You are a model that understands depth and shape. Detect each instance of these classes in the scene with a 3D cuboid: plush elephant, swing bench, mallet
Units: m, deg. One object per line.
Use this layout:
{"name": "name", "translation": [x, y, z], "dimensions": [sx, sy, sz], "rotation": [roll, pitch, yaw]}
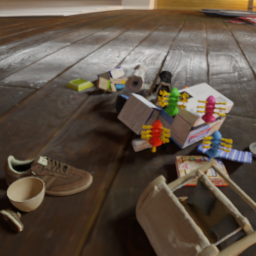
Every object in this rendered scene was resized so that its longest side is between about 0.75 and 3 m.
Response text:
{"name": "plush elephant", "translation": [0.704, -1.730, 13.172], "dimensions": [1.498, 1.160, 1.234], "rotation": [-33, 70, -29]}
{"name": "swing bench", "translation": [1.610, 2.161, 6.418], "dimensions": [2.285, 1.482, 2.273], "rotation": [-12, 33, -19]}
{"name": "mallet", "translation": [0.982, 0.350, 10.682], "dimensions": [0.623, 0.389, 1.890], "rotation": [-24, 34, -34]}

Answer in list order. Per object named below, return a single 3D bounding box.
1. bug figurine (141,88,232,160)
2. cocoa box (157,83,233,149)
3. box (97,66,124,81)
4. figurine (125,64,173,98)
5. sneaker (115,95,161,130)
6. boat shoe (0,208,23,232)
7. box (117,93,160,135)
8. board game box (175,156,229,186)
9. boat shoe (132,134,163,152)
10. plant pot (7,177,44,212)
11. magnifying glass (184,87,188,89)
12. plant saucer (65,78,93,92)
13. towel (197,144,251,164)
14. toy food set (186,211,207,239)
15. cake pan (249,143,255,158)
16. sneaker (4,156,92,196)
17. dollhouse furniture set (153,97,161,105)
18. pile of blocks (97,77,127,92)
{"name": "bug figurine", "translation": [1.883, -0.092, 8.855], "dimensions": [2.761, 2.141, 0.710], "rotation": [11, 11, 7]}
{"name": "cocoa box", "translation": [2.407, -0.497, 10.323], "dimensions": [2.230, 1.464, 1.487], "rotation": [-20, 51, -36]}
{"name": "box", "translation": [-0.971, -2.949, 15.678], "dimensions": [1.106, 0.580, 1.017], "rotation": [-8, 19, 43]}
{"name": "figurine", "translation": [1.034, -2.244, 12.693], "dimensions": [2.032, 0.875, 1.983], "rotation": [16, 35, 3]}
{"name": "sneaker", "translation": [0.550, -0.680, 11.974], "dimensions": [2.766, 1.042, 1.085], "rotation": [30, 30, 31]}
{"name": "boat shoe", "translation": [-2.952, 2.332, 7.254], "dimensions": [0.928, 0.343, 0.343], "rotation": [22, 31, 33]}
{"name": "box", "translation": [0.407, -0.499, 10.487], "dimensions": [1.215, 1.117, 0.637], "rotation": [40, 18, 31]}
{"name": "board game box", "translation": [2.307, 1.353, 8.908], "dimensions": [1.467, 0.340, 1.111], "rotation": [1, 30, 2]}
{"name": "boat shoe", "translation": [0.751, 0.531, 10.252], "dimensions": [1.276, 0.426, 0.469], "rotation": [-14, 17, -12]}
{"name": "plant pot", "translation": [-2.746, 1.906, 7.672], "dimensions": [0.950, 0.638, 0.950], "rotation": [1, 30, 0]}
{"name": "magnifying glass", "translation": [3.014, -1.696, 14.330], "dimensions": [0.699, 0.197, 1.757], "rotation": [3, 32, 6]}
{"name": "plant saucer", "translation": [-2.687, -2.427, 15.458], "dimensions": [1.130, 0.271, 1.132], "rotation": [23, 37, 34]}
{"name": "towel", "translation": [3.294, 0.825, 9.562], "dimensions": [1.724, 0.206, 1.248], "rotation": [13, 13, 23]}
{"name": "toy food set", "translation": [1.555, 2.489, 6.928], "dimensions": [0.896, 0.377, 1.248], "rotation": [26, 39, 37]}
{"name": "cake pan", "translation": [4.809, 0.850, 9.933], "dimensions": [0.984, 0.180, 0.984], "rotation": [0, 30, 0]}
{"name": "sneaker", "translation": [-2.394, 1.349, 8.281], "dimensions": [2.602, 0.983, 0.917], "rotation": [0, 30, 1]}
{"name": "dollhouse furniture set", "translation": [1.988, -1.002, 13.110], "dimensions": [1.492, 0.728, 1.272], "rotation": [45, 38, 15]}
{"name": "pile of blocks", "translation": [-0.836, -2.226, 14.954], "dimensions": [2.007, 0.824, 0.624], "rotation": [-10, -11, -33]}
